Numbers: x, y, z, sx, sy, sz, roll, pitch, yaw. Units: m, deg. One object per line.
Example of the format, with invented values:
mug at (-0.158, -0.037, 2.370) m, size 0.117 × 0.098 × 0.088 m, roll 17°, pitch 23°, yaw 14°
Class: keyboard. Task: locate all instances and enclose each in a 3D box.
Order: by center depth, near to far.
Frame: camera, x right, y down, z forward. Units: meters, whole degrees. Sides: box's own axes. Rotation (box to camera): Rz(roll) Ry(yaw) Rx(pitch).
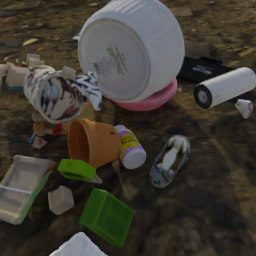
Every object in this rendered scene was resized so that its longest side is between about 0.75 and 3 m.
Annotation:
keyboard at (2.783, -2.116, 10.291) m, size 2.730 × 0.350 × 1.639 m, roll 22°, pitch 51°, yaw 23°

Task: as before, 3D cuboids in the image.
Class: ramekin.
ramekin at (-0.031, -1.960, 7.434) m, size 2.734 × 2.734 × 1.435 m, roll 20°, pitch 41°, yaw 22°

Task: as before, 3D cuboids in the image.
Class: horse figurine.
horse figurine at (-4.696, -2.182, 10.244) m, size 1.856 × 0.463 × 1.230 m, roll -16°, pitch 43°, yaw -18°

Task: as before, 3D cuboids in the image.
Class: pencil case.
pencil case at (-1.996, -1.011, 7.290) m, size 1.104 × 1.270 × 2.839 m, roll 30°, pitch 0°, yaw -30°

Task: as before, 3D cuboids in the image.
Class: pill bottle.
pill bottle at (-0.040, 0.433, 7.009) m, size 0.603 × 0.603 × 1.156 m, roll -15°, pitch 42°, yaw -18°

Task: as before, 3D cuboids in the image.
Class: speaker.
speaker at (3.001, -1.252, 8.606) m, size 1.939 × 0.787 × 0.787 m, roll -22°, pitch 45°, yaw -24°

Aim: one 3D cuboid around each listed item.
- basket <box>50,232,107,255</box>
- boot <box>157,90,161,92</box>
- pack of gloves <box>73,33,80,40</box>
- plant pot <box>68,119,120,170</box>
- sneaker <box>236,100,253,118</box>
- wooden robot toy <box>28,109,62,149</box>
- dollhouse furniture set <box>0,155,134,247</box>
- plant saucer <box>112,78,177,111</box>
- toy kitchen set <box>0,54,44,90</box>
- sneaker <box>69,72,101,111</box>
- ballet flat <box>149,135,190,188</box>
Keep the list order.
basket at (-0.701, 2.672, 3.843) m, size 1.544 × 1.242 × 1.531 m, roll 31°, pitch 49°, yaw 33°
boot at (0.694, -1.378, 9.183) m, size 0.387 × 0.312 × 0.857 m, roll -4°, pitch 33°, yaw -35°
pack of gloves at (-2.018, -4.293, 12.994) m, size 0.883 × 0.174 × 0.742 m, roll 11°, pitch 42°, yaw 12°
plant pot at (-0.785, 0.394, 6.678) m, size 0.895 × 1.279 × 1.279 m, roll -6°, pitch 38°, yaw -32°
sneaker at (3.184, -0.550, 7.687) m, size 0.407 × 0.817 × 0.306 m, roll 24°, pitch 75°, yaw 31°
wooden robot toy at (-2.261, -0.243, 7.640) m, size 0.733 × 0.755 × 1.664 m, roll -1°, pitch 40°, yaw 14°
dollhouse furniture set at (-1.407, 1.483, 5.730) m, size 2.893 × 1.117 × 1.446 m, roll 2°, pitch 56°, yaw 31°
plant saucer at (0.375, -1.294, 9.080) m, size 2.360 × 0.598 × 2.360 m, roll 1°, pitch 40°, yaw -1°
toy kitchen set at (-3.887, -1.695, 9.405) m, size 2.119 × 1.248 × 1.698 m, roll -3°, pitch 35°, yaw -35°
sneaker at (-0.841, -0.696, 5.432) m, size 0.559 × 0.343 × 0.859 m, roll -7°, pitch 69°, yaw -13°
ballet flat at (1.110, 0.626, 6.751) m, size 0.678 × 0.678 × 1.886 m, roll 19°, pitch 43°, yaw 21°
